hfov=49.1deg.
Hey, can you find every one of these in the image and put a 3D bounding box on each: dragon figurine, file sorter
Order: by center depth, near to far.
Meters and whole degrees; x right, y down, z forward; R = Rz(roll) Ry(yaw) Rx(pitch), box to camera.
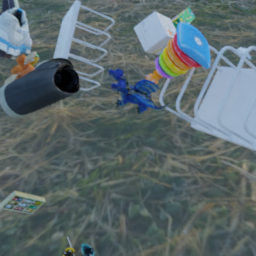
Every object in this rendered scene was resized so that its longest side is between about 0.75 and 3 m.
[{"bbox_3d":[0.290,-0.659,5.795,1.788,0.889,0.526,18,73,-23],"label":"dragon figurine"},{"bbox_3d":[2.546,-0.841,6.944,1.842,2.053,2.958,25,1,-34],"label":"file sorter"},{"bbox_3d":[-1.515,-2.485,9.089,1.427,2.291,1.590,15,-8,-25],"label":"file sorter"}]

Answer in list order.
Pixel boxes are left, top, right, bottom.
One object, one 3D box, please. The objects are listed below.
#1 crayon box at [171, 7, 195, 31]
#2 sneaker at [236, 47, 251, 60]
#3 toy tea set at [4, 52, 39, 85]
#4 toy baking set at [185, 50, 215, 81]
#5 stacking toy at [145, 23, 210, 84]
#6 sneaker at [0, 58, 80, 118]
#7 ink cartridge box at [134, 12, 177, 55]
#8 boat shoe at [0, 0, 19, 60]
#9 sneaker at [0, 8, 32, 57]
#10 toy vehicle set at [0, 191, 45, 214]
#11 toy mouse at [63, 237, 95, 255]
[{"bbox_3d":[2.050,-4.360,11.868,1.105,0.542,1.861,-26,19,40],"label":"crayon box"},{"bbox_3d":[3.726,-2.415,8.979,0.277,0.286,0.782,-43,33,14],"label":"sneaker"},{"bbox_3d":[-4.634,-2.593,13.028,1.584,0.986,2.663,-24,40,17],"label":"toy tea set"},{"bbox_3d":[1.821,-1.746,7.644,1.227,0.942,0.143,-16,31,-6],"label":"toy baking set"},{"bbox_3d":[1.072,-1.591,6.980,1.056,1.819,0.998,27,49,-25],"label":"stacking toy"},{"bbox_3d":[-1.097,-0.781,4.625,1.030,0.725,1.940,-14,24,22],"label":"sneaker"},{"bbox_3d":[1.032,-3.201,9.633,1.305,0.944,0.961,-16,78,-58],"label":"ink cartridge box"},{"bbox_3d":[-4.452,-3.779,10.214,0.814,2.511,0.903,-5,3,-38],"label":"boat shoe"},{"bbox_3d":[-3.415,-3.004,8.615,1.084,1.253,2.892,22,14,-19],"label":"sneaker"},{"bbox_3d":[-2.199,1.579,5.879,0.481,0.774,0.103,-41,49,14],"label":"toy vehicle set"},{"bbox_3d":[-1.049,3.062,6.413,0.926,0.202,1.042,2,40,4],"label":"toy mouse"}]
